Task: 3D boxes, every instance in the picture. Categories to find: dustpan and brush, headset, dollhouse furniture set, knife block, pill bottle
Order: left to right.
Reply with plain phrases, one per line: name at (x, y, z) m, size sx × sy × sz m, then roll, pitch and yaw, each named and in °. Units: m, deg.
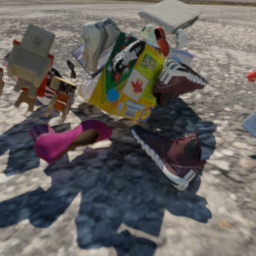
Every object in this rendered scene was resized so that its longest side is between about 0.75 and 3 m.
dollhouse furniture set at (-2.876, -1.591, 8.411) m, size 2.795 × 2.765 × 1.440 m, roll 21°, pitch 67°, yaw -14°
headset at (-3.375, -2.125, 11.813) m, size 2.535 × 1.191 × 1.565 m, roll -4°, pitch 28°, yaw 16°
knife block at (-1.721, -1.127, 8.136) m, size 0.968 × 0.353 × 1.103 m, roll 27°, pitch 8°, yaw 20°
pill bottle at (-1.363, -1.401, 10.423) m, size 0.798 × 0.798 × 1.437 m, roll -10°, pitch 6°, yaw -17°
dustpan and brush at (4.263, -0.291, 8.059) m, size 1.661 × 0.475 × 1.159 m, roll -40°, pitch 74°, yaw -17°

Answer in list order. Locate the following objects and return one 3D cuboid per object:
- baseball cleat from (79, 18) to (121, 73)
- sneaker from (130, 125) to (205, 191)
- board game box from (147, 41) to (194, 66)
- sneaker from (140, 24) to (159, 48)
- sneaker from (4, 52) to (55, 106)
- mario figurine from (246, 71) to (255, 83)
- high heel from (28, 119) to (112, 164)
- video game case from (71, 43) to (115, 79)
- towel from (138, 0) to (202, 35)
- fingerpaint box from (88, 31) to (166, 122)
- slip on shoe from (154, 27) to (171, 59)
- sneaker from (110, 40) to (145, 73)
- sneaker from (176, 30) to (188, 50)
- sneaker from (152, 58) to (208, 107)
baseball cleat at (-0.754, -2.312, 8.091) m, size 1.242 × 0.814 × 2.334 m, roll -23°, pitch -4°, yaw -11°
sneaker at (1.059, 0.393, 6.939) m, size 1.251 × 0.820 × 2.166 m, roll -43°, pitch 56°, yaw 3°
board game box at (1.370, -2.337, 11.100) m, size 1.831 × 1.840 × 0.399 m, roll 12°, pitch 44°, yaw -9°
sneaker at (0.892, -2.975, 9.225) m, size 0.585 × 0.440 × 1.251 m, roll 48°, pitch 19°, yaw 21°
sneaker at (-3.279, -1.893, 9.893) m, size 1.038 × 2.405 × 0.966 m, roll -32°, pitch 54°, yaw 6°
mario figurine at (3.956, -1.457, 8.600) m, size 0.773 × 0.477 × 0.410 m, roll 10°, pitch 69°, yaw -17°
high heel at (-1.233, 0.441, 7.260) m, size 2.513 × 0.847 × 1.208 m, roll -4°, pitch 42°, yaw -40°
video game case at (-1.194, -2.858, 10.707) m, size 1.538 × 0.204 × 2.152 m, roll -37°, pitch 47°, yaw -2°
towel at (1.629, -4.244, 10.575) m, size 1.589 × 0.413 × 2.397 m, roll 35°, pitch 49°, yaw 21°
fingerpaint box at (0.194, -1.364, 8.433) m, size 0.928 × 2.111 × 2.530 m, roll 30°, pitch 10°, yaw 24°
slip on shoe at (0.937, -2.365, 7.770) m, size 0.290 × 0.948 × 0.351 m, roll -9°, pitch -10°, yaw -33°
sneaker at (-0.051, -1.763, 6.748) m, size 1.070 × 0.356 × 0.484 m, roll -46°, pitch 40°, yaw -13°
sneaker at (1.900, -3.122, 9.808) m, size 0.432 × 0.869 × 0.338 m, roll -10°, pitch 64°, yaw 3°
sneaker at (1.499, -1.285, 8.864) m, size 2.464 × 1.423 × 0.932 m, roll 6°, pitch 37°, yaw -52°
